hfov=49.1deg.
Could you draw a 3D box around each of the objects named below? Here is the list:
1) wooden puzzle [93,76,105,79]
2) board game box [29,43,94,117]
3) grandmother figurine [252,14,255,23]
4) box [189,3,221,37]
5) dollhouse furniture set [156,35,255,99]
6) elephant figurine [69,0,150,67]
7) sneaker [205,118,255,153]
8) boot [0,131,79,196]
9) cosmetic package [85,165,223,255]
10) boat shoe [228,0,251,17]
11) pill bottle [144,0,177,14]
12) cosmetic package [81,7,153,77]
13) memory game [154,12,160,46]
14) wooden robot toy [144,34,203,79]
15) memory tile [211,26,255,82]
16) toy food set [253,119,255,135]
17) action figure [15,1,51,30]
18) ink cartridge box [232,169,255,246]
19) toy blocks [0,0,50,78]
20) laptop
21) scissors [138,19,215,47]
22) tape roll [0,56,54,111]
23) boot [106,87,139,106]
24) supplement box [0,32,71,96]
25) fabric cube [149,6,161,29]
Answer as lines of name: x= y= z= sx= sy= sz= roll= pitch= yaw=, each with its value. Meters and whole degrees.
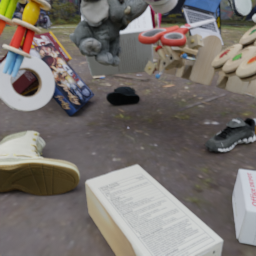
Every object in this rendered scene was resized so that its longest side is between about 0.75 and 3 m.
wooden puzzle: x=-1.594 y=-2.758 z=15.043 sx=0.654 sy=0.113 sz=0.970 roll=-10 pitch=26 yaw=-10
board game box: x=-2.574 y=-1.870 z=10.519 sx=0.462 sy=2.668 sz=1.807 roll=-35 pitch=12 yaw=26
grandmother figurine: x=3.970 y=-3.067 z=8.273 sx=1.039 sy=0.315 sz=0.630 roll=10 pitch=27 yaw=-44
box: x=2.825 y=-3.330 z=10.125 sx=0.525 sy=2.129 sz=1.700 roll=16 pitch=57 yaw=30
dollhouse furniture set: x=2.654 y=-2.053 z=7.674 sx=2.953 sy=1.922 sz=2.713 roll=12 pitch=13 yaw=-15
elephant figurine: x=-0.372 y=-2.481 z=6.247 sx=1.503 sy=1.938 sz=1.371 roll=21 pitch=23 yaw=-14
sneaker: x=2.944 y=0.127 z=7.969 sx=1.858 sy=0.841 sz=0.617 roll=-13 pitch=27 yaw=-26
boot: x=-2.215 y=0.746 z=6.685 sx=2.373 sy=0.855 sz=1.835 roll=0 pitch=23 yaw=2
cosmetic package: x=0.278 y=1.639 z=4.734 sx=1.222 sy=0.825 sz=2.322 roll=-13 pitch=28 yaw=-26
boat shoe: x=3.800 y=-4.459 z=9.701 sx=0.769 sy=0.614 sz=2.035 roll=33 pitch=57 yaw=-20
pill bottle: x=0.408 y=-2.330 z=4.310 sx=0.626 sy=0.626 sz=1.115 roll=15 pitch=-14 yaw=29
cosmetic package: x=-0.293 y=-2.809 z=8.644 sx=2.013 sy=1.674 sz=1.684 roll=-5 pitch=59 yaw=3
memory game: x=0.916 y=-3.283 z=8.882 sx=0.102 sy=1.598 sz=1.598 roll=-4 pitch=24 yaw=9
wooden robot toy: x=1.088 y=-1.649 z=6.376 sx=0.682 sy=0.663 sz=1.504 roll=-5 pitch=-21 yaw=-47
memory tile: x=2.626 y=-1.724 z=4.515 sx=2.593 sy=0.218 sz=1.987 roll=-38 pitch=15 yaw=12
toy food set: x=4.977 y=-0.311 z=8.646 sx=2.352 sy=1.058 sz=1.123 roll=-3 pitch=25 yaw=-5
action figure: x=-2.797 y=-3.368 z=7.809 sx=1.270 sy=1.952 sz=0.677 roll=15 pitch=68 yaw=-3
ink cartridge box: x=2.950 y=1.512 z=5.088 sx=1.835 sy=0.760 sz=1.338 roll=6 pitch=26 yaw=13
toy blocks: x=-2.344 y=-1.885 z=5.592 sx=1.300 sy=1.559 sz=0.566 roll=24 pitch=3 yaw=26
laptop: x=2.499 y=-3.501 z=8.309 sx=1.626 sy=1.737 sz=1.007 roll=-9 pitch=-11 yaw=-40
scissors: x=1.084 y=-2.083 z=5.822 sx=0.893 sy=0.170 sz=2.441 roll=16 pitch=37 yaw=26
tape roll: x=-2.581 y=-1.118 z=7.056 sx=1.426 sy=1.426 sz=0.261 roll=-15 pitch=9 yaw=-29
boot: x=-0.306 y=-1.379 z=11.560 sx=1.468 sy=0.543 sz=1.203 roll=-1 pitch=26 yaw=-19
supplement box: x=-4.098 y=-2.725 z=12.045 sx=2.252 sy=1.495 sz=2.221 roll=-32 pitch=12 yaw=27
fabric cube: x=0.558 y=-4.467 z=10.690 sx=1.146 sy=1.150 sz=1.128 roll=-4 pitch=62 yaw=23
